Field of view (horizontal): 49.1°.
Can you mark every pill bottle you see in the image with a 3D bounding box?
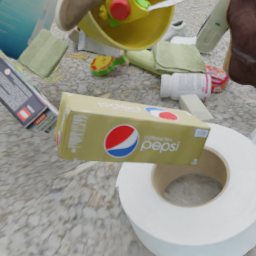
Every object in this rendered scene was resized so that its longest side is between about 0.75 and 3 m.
[{"bbox_3d":[1.771,-1.284,8.783,1.472,0.834,0.834,4,38,5],"label":"pill bottle"}]

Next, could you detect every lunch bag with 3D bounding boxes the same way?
[{"bbox_3d":[2.735,-1.660,9.589,1.220,0.500,1.074,24,48,28],"label":"lunch bag"}]

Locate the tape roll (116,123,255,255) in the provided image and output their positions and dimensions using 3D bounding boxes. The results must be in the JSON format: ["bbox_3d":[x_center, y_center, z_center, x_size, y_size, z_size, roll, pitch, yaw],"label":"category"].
[{"bbox_3d":[1.154,1.092,5.161,2.623,0.917,2.623,-11,42,10],"label":"tape roll"}]

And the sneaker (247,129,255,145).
[{"bbox_3d":[3.171,0.564,6.557,2.594,0.972,1.124,-37,17,-29],"label":"sneaker"}]

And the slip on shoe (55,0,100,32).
[{"bbox_3d":[-0.736,-2.375,5.051,0.458,0.575,1.512,30,80,31],"label":"slip on shoe"}]

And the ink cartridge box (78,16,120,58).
[{"bbox_3d":[-0.788,-2.871,8.379,1.367,1.355,0.297,3,7,-41],"label":"ink cartridge box"}]

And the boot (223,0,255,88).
[{"bbox_3d":[3.001,-2.183,6.498,0.899,2.484,2.066,0,22,-7],"label":"boot"}]

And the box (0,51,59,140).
[{"bbox_3d":[-2.371,-1.013,5.287,0.495,1.569,2.851,-44,82,-5],"label":"box"}]

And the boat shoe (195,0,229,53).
[{"bbox_3d":[2.691,-3.164,7.823,0.802,2.234,0.755,34,41,-6],"label":"boat shoe"}]

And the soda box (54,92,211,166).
[{"bbox_3d":[0.063,0.042,3.282,1.728,0.553,0.585,7,21,-26],"label":"soda box"}]

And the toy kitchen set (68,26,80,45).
[{"bbox_3d":[-1.088,-4.711,12.415,2.005,2.457,2.217,32,27,-28],"label":"toy kitchen set"}]

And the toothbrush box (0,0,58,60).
[{"bbox_3d":[-2.962,-3.223,7.240,1.126,2.641,1.933,32,12,26],"label":"toothbrush box"}]

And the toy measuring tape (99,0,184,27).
[{"bbox_3d":[0.260,-3.013,6.457,2.304,0.848,0.848,-9,32,27],"label":"toy measuring tape"}]

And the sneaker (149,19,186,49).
[{"bbox_3d":[1.457,-4.277,12.523,2.715,0.961,0.992,-25,44,-28],"label":"sneaker"}]

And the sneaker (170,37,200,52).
[{"bbox_3d":[2.577,-3.278,11.532,1.939,0.714,1.120,6,39,23],"label":"sneaker"}]

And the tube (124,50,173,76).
[{"bbox_3d":[0.988,-2.392,10.443,2.642,0.686,0.767,30,86,28],"label":"tube"}]

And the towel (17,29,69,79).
[{"bbox_3d":[-2.129,-1.886,7.102,0.890,0.219,1.200,31,72,-2],"label":"towel"}]

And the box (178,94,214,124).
[{"bbox_3d":[1.909,-0.439,8.014,0.534,0.445,1.300,-6,38,-8],"label":"box"}]

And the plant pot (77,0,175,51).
[{"bbox_3d":[-0.473,-3.295,7.052,2.762,2.762,1.961,-29,25,-32],"label":"plant pot"}]

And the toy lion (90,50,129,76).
[{"bbox_3d":[-0.728,-2.618,10.402,1.467,0.525,1.530,-15,49,20],"label":"toy lion"}]

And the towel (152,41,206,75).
[{"bbox_3d":[1.730,-2.454,9.756,1.766,0.434,2.380,6,36,-2],"label":"towel"}]
